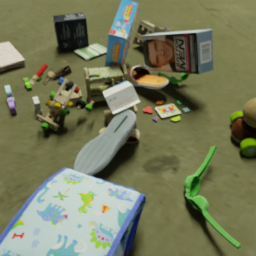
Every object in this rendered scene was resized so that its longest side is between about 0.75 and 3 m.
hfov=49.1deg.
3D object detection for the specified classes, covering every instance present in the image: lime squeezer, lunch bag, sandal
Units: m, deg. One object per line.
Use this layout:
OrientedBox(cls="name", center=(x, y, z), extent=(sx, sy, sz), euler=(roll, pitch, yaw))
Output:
OrientedBox(cls="lime squeezer", center=(1.990, -2.006, 10.647), extent=(1.881, 0.355, 0.664), euler=(-9, 47, 30))
OrientedBox(cls="lunch bag", center=(-0.986, 2.009, 5.408), extent=(2.029, 1.521, 2.386), euler=(15, 53, 17))
OrientedBox(cls="sandal", center=(0.484, -1.937, 10.187), extent=(2.292, 0.657, 0.878), euler=(16, 43, 42))
OrientedBox(cls="lime squeezer", center=(1.820, 1.584, 6.546), extent=(0.967, 0.517, 2.739), euler=(-7, 39, 10))

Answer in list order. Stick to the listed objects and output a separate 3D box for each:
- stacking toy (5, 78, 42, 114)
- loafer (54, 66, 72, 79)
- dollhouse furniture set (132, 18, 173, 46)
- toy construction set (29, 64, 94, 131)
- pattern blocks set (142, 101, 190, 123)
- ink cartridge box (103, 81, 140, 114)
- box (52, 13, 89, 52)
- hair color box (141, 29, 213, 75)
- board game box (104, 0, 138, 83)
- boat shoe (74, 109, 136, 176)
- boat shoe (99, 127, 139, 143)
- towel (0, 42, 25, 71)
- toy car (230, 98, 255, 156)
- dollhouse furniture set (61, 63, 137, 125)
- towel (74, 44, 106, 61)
OrientedBox(cls="stacking toy", center=(-4.057, -1.020, 9.603), extent=(1.682, 0.524, 2.231), euler=(-18, 44, -19))
OrientedBox(cls="loafer", center=(-2.677, -2.239, 11.124), extent=(0.335, 0.326, 0.919), euler=(32, 50, 31))
OrientedBox(cls="dollhouse furniture set", center=(1.295, -4.073, 12.827), extent=(1.666, 1.167, 1.174), euler=(0, 34, -39))
OrientedBox(cls="toy construction set", center=(-2.298, -0.773, 8.386), extent=(1.518, 1.820, 1.399), euler=(-8, 43, 40))
OrientedBox(cls="pattern blocks set", center=(1.311, -0.572, 9.395), extent=(1.362, 0.110, 1.197), euler=(-25, 47, -26))
OrientedBox(cls="ink cartridge box", center=(-0.222, -0.908, 8.091), extent=(0.855, 0.492, 1.477), euler=(-25, 16, -2))
OrientedBox(cls="box", center=(-2.574, -4.345, 12.704), extent=(1.415, 1.392, 0.831), euler=(-11, 43, -13))
OrientedBox(cls="hair color box", center=(1.635, -2.635, 9.715), extent=(0.792, 1.293, 2.611), euler=(-22, 25, -31))
OrientedBox(cls="board game box", center=(-0.298, -3.139, 10.257), extent=(0.595, 2.130, 2.086), euler=(15, 57, -1))
OrientedBox(cls="boat shoe", center=(-0.511, 0.490, 7.541), extent=(0.798, 0.688, 2.217), euler=(39, 79, 24))
OrientedBox(cls="boat shoe", center=(-0.260, 0.241, 8.216), extent=(1.215, 0.448, 0.420), euler=(-1, 36, -2))
OrientedBox(cls="towel", center=(-5.716, -2.914, 11.881), extent=(2.092, 0.353, 2.190), euler=(-24, 47, -25))
OrientedBox(cls="toy car", center=(3.786, -0.349, 7.832), extent=(1.444, 1.830, 1.503), euler=(1, 41, 1))
OrientedBox(cls="dollhouse furniture set", center=(-1.033, -1.041, 9.033), extent=(2.252, 1.252, 1.992), euler=(-10, 43, -9))
OrientedBox(cls="towel", center=(-1.631, -3.426, 12.620), extent=(1.300, 0.152, 0.992), euler=(-30, 50, -31))
